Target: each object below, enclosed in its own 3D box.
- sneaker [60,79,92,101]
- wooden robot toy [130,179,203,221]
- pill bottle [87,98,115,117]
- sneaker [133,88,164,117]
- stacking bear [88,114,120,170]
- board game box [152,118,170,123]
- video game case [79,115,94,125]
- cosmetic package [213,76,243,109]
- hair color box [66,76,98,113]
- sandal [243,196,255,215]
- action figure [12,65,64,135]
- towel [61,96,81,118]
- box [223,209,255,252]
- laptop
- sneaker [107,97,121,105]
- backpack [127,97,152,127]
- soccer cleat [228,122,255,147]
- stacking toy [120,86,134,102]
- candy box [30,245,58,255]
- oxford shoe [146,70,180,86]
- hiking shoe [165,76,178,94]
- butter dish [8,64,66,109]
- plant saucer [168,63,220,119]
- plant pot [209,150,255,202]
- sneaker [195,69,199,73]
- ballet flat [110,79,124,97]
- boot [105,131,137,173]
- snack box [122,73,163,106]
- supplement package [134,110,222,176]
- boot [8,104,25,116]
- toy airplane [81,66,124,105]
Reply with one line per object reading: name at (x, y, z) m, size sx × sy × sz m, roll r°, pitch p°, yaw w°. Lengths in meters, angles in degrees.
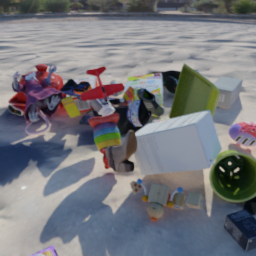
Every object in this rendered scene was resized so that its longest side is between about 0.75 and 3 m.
sneaker at (-2.186, -1.521, 11.991) m, size 2.095 × 0.822 × 0.789 m, roll 19°, pitch 64°, yaw 44°
wooden robot toy at (0.874, 2.005, 7.314) m, size 2.015 × 0.888 × 0.915 m, roll 9°, pitch 64°, yaw 17°
pill bottle at (-1.055, -0.899, 10.649) m, size 1.088 × 0.619 × 0.619 m, roll 47°, pitch 40°, yaw 5°
sneaker at (0.987, -1.108, 12.287) m, size 0.701 × 1.733 × 0.640 m, roll -3°, pitch 53°, yaw 60°
stacking bear at (-0.630, 0.492, 9.020) m, size 0.986 × 1.623 × 0.923 m, roll -11°, pitch -15°, yaw -8°
board game box at (1.537, 0.228, 10.322) m, size 0.744 × 0.757 × 1.444 m, roll -10°, pitch 22°, yaw -21°
video game case at (-1.479, -0.346, 12.314) m, size 1.166 × 0.111 × 0.833 m, roll 2°, pitch 27°, yaw 5°
cosmetic package at (4.974, -1.878, 14.392) m, size 1.218 × 1.029 × 2.281 m, roll 17°, pitch 29°, yaw 29°
hair color box at (-2.202, -1.681, 13.910) m, size 1.425 × 0.860 × 2.807 m, roll -10°, pitch 28°, yaw 0°
sandal at (3.434, 1.917, 7.691) m, size 0.448 × 0.269 × 1.194 m, roll 13°, pitch 30°, yaw 23°
action figure at (-3.744, -1.393, 11.690) m, size 1.914 × 2.127 × 2.857 m, roll -12°, pitch 38°, yaw -31°
towel at (-2.425, -0.878, 11.871) m, size 0.498 × 1.158 × 0.105 m, roll -15°, pitch 50°, yaw 2°
box at (2.759, 2.391, 6.586) m, size 0.588 × 0.424 × 0.793 m, roll -10°, pitch 29°, yaw -18°
laptop at (-0.586, -0.278, 12.069) m, size 1.982 × 1.227 × 2.116 m, roll -7°, pitch -1°, yaw -21°
sneaker at (-0.807, -1.304, 13.022) m, size 1.052 × 0.369 × 0.432 m, roll -2°, pitch 37°, yaw -43°
backpack at (0.387, -0.544, 11.208) m, size 0.788 × 1.022 × 0.974 m, roll -14°, pitch 47°, yaw 28°
soccer cleat at (4.556, 0.250, 9.496) m, size 1.132 × 0.988 × 2.961 m, roll 31°, pitch -2°, yaw -33°
stacking toy at (-0.026, -1.463, 12.789) m, size 0.856 × 0.625 × 0.625 m, roll -39°, pitch 38°, yaw -9°
candy box at (-1.834, 2.992, 5.413) m, size 1.180 × 0.422 × 0.990 m, roll -15°, pitch 31°, yaw -28°
oxford shoe at (2.108, -2.952, 16.436) m, size 2.848 × 1.035 × 1.202 m, roll -1°, pitch 23°, yaw -4°
hiking shoe at (2.794, -2.093, 15.064) m, size 0.902 × 0.774 × 2.081 m, roll -2°, pitch 38°, yaw -38°
butter dish at (-4.159, -2.099, 13.465) m, size 2.573 × 1.907 × 2.580 m, roll 6°, pitch 22°, yaw -5°
plant saucer at (2.430, -0.732, 10.372) m, size 0.645 × 2.693 × 2.689 m, roll 5°, pitch 26°, yaw -13°
plant pot at (3.019, 1.221, 8.090) m, size 1.397 × 1.397 × 1.327 m, roll 6°, pitch 11°, yaw 11°
sneaker at (3.635, -2.842, 16.839) m, size 1.603 × 0.869 × 0.562 m, roll -17°, pitch 10°, yaw 46°
ballet flat at (-0.671, -2.022, 13.814) m, size 0.740 × 0.740 × 2.064 m, roll -3°, pitch 15°, yaw -6°
boot at (-0.243, 0.669, 7.985) m, size 0.970 × 1.326 × 0.466 m, roll 10°, pitch 12°, yaw 41°
snack box at (0.802, -1.927, 14.260) m, size 1.878 × 0.700 × 2.641 m, roll -6°, pitch 32°, yaw 11°
supplement package at (1.392, 0.477, 8.390) m, size 2.258 × 1.320 × 1.324 m, roll -13°, pitch 12°, yaw 36°
boot at (-5.100, -0.937, 13.220) m, size 1.006 × 0.364 × 0.726 m, roll 22°, pitch 33°, yaw 21°
toy airplane at (-0.798, -1.292, 8.332) m, size 1.366 × 0.251 × 1.366 m, roll 2°, pitch 69°, yaw -5°
